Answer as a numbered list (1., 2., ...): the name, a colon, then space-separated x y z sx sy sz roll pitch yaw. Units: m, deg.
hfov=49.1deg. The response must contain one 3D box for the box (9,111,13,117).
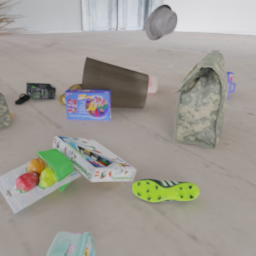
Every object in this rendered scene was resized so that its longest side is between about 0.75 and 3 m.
1. box: -5.406 -0.533 12.111 0.548 0.191 0.920 5 28 11

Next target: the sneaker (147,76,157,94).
1. sneaker: 0.834 -2.535 15.604 1.274 0.918 2.438 -9 31 -17

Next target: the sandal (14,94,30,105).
1. sandal: -5.269 -1.502 14.046 0.487 0.310 1.296 2 23 1

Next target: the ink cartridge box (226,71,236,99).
1. ink cartridge box: 4.499 -2.253 14.359 0.785 1.402 2.055 -12 27 -29

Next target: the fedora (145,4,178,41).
1. fedora: 1.576 -4.532 12.228 1.650 1.460 0.745 -47 52 -13

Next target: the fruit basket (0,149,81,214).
1. fruit basket: -2.428 1.374 7.513 1.826 0.856 1.691 -34 39 -26

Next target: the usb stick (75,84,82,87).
1. usb stick: -2.039 -2.343 15.871 2.015 0.329 0.559 -3 18 -7

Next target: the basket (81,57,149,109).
1. basket: -0.576 -1.851 12.739 2.829 2.551 1.924 7 52 -3

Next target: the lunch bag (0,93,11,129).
1. lunch bag: -5.711 -0.707 10.952 1.968 1.371 1.651 -19 36 -26

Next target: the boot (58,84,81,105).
1. boot: -2.092 -1.615 13.505 2.024 0.669 1.773 -1 35 29

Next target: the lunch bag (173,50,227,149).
1. lunch bag: 2.707 -1.146 10.087 1.758 2.991 2.453 10 27 20

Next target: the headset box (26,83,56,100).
1. headset box: -4.505 -1.887 14.284 1.296 0.601 1.128 -3 22 -33

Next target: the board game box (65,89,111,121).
1. board game box: -1.664 -0.957 11.770 1.835 1.234 0.411 2 25 3

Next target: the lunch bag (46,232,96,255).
1. lunch bag: -0.915 2.502 4.004 0.702 1.462 1.823 1 24 5

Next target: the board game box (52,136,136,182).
1. board game box: -1.046 0.871 8.210 1.471 0.403 2.331 8 14 -42

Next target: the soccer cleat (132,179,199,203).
1. soccer cleat: 0.957 1.603 7.177 1.699 0.573 0.688 0 -5 17
